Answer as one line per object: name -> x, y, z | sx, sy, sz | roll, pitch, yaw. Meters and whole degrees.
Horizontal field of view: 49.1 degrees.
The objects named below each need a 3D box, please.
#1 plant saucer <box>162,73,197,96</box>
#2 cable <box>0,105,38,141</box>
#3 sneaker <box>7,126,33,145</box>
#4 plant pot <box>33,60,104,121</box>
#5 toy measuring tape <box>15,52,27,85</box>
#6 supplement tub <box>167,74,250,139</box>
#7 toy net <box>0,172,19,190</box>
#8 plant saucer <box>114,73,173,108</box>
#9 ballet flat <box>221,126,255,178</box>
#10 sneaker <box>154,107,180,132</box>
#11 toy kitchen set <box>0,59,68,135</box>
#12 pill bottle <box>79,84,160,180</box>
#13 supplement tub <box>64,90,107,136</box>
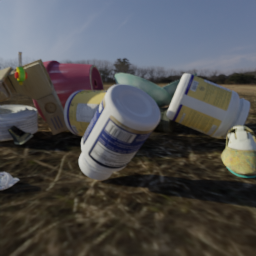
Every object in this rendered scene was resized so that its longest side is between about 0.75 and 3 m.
plant saucer -> 1.864, -1.631, 12.429 | 2.731, 0.526, 2.731 | -24, 3, 1
cable -> -4.626, -0.173, 10.035 | 2.734, 0.946, 2.733 | 11, 18, 39
sneaker -> -3.372, 0.190, 8.627 | 1.059, 0.562, 0.396 | -11, 26, 44
plant pot -> -2.583, -1.758, 12.780 | 2.548, 2.847, 2.847 | -7, 8, 13
toy measuring tape -> -3.381, -1.862, 8.853 | 0.383, 1.040, 0.383 | 6, 15, -2
supplement tub -> 2.677, -0.684, 9.554 | 2.344, 1.704, 1.704 | 23, 13, 5
toy net -> -2.667, 1.067, 5.054 | 0.792, 0.292, 1.511 | 8, 14, 41
plant saucer -> 0.585, -1.423, 11.968 | 2.771, 0.533, 2.771 | 22, -7, 3
ballet flat -> 2.845, 0.437, 7.044 | 0.942, 0.942, 2.664 | 4, 11, 19
sneaker -> 1.445, -0.548, 12.050 | 1.592, 1.062, 2.779 | 11, 19, 22
toy kitchen set -> -3.965, -0.544, 9.782 | 2.988, 2.696, 2.438 | -22, 25, -4
pill bottle -> -0.280, 0.183, 5.444 | 1.064, 1.916, 1.064 | 19, 41, -18
supplement tub -> -0.863, -0.457, 9.656 | 2.314, 1.682, 1.682 | 6, 11, 34
